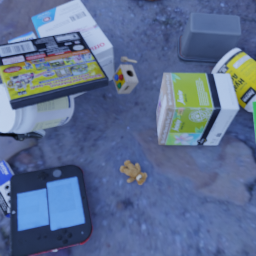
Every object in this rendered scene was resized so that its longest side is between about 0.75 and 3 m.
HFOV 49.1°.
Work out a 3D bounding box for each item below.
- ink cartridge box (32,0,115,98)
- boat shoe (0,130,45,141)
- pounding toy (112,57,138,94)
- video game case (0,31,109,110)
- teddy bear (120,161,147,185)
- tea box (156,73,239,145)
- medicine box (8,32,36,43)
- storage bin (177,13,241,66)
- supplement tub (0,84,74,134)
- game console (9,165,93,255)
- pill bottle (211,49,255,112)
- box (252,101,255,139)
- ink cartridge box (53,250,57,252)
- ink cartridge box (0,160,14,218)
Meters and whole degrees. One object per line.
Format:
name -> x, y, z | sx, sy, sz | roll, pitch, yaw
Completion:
ink cartridge box -> -1.816, -2.705, 9.688 | 1.786, 1.778, 2.435 | -27, 69, -12
boat shoe -> -3.433, 0.166, 8.690 | 1.719, 0.590, 0.487 | 15, 66, -38
pounding toy -> -0.129, -1.794, 8.898 | 0.499, 0.958, 1.090 | -7, 67, -32
video game case -> -2.135, -1.682, 7.619 | 2.539, 0.324, 2.295 | -18, 56, -20
teddy bear -> 0.155, 1.375, 8.632 | 0.634, 0.292, 0.874 | -32, 69, -12
tea box -> 1.933, -0.506, 8.476 | 1.969, 2.002, 1.337 | 1, 57, 0
medicine box -> -3.754, -2.886, 10.461 | 0.989, 0.559, 1.086 | -28, 68, -13
storage bin -> 2.991, -3.352, 10.188 | 2.183, 1.466, 1.589 | 5, 65, 1
supplement tub -> -2.822, -0.670, 8.288 | 1.521, 1.521, 2.098 | 45, 31, 18
game console -> -2.183, 2.195, 7.816 | 2.118, 0.372, 2.395 | -6, 53, -16
pill bottle -> 4.086, -1.392, 9.333 | 1.360, 1.360, 2.444 | -37, 70, -16
box -> 3.514, -0.187, 7.132 | 0.518, 0.945, 1.071 | -6, 91, 32
ink cartridge box -> -2.360, 2.960, 7.813 | 0.996, 0.420, 0.727 | 14, 65, 5
ink cartridge box -> -3.656, 1.812, 8.393 | 0.736, 0.346, 1.566 | -34, 69, -16
